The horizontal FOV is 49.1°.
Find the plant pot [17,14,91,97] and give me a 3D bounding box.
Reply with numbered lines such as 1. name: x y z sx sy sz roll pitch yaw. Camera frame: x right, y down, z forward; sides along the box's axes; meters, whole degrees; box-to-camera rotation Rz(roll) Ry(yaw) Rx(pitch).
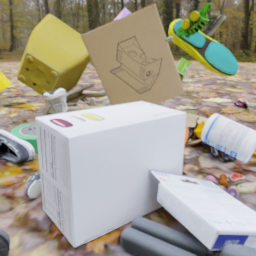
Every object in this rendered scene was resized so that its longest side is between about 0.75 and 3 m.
1. plant pot: -2.891 -2.408 10.511 2.213 2.228 2.279 33 39 -9

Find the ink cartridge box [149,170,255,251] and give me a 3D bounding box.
1. ink cartridge box: 1.616 1.580 5.500 2.039 0.415 2.043 15 11 -32

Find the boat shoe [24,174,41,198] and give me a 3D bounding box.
1. boat shoe: -2.392 1.436 7.125 0.360 0.436 1.165 2 17 3

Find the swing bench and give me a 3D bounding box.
1. swing bench: -1.569 -0.725 11.044 2.621 1.700 2.607 17 23 11

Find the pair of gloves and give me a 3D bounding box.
1. pair of gloves: 2.446 0.333 9.849 2.717 0.336 2.421 10 33 5

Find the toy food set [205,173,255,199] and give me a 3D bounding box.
1. toy food set: 2.595 1.459 7.324 1.669 0.263 1.061 -12 22 -33

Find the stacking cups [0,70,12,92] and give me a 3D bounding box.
1. stacking cups: -4.331 -2.000 7.895 0.703 2.324 0.703 -28 25 14

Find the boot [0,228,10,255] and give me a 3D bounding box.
1. boot: -3.376 1.624 5.349 2.814 0.982 1.853 2 25 2

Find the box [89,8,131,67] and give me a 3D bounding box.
1. box: 0.002 -3.053 11.748 2.654 2.334 1.283 36 40 -23

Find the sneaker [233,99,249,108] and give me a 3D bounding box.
1. sneaker: 6.357 -1.314 15.806 0.531 0.440 1.114 -19 17 -6

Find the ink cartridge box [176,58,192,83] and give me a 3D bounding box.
1. ink cartridge box: 2.304 -2.347 12.970 0.538 1.421 1.050 29 -8 8

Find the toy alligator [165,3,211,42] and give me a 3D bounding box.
1. toy alligator: 1.461 -2.345 6.664 0.421 0.386 1.421 -16 -13 -43

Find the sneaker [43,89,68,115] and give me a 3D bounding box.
1. sneaker: -2.186 -0.752 8.811 0.664 0.716 1.767 -17 -5 -6

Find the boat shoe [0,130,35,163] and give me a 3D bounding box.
1. boat shoe: -4.068 0.652 9.137 2.181 0.782 0.739 18 23 27

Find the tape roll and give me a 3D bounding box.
1. tape roll: -3.193 0.280 10.521 2.241 0.539 2.241 0 18 0

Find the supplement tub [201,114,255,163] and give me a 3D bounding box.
1. supplement tub: 2.247 0.208 6.186 1.087 0.717 0.717 30 31 29

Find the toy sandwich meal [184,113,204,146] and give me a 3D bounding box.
1. toy sandwich meal: 2.151 0.044 10.672 1.872 0.641 1.872 -7 24 3

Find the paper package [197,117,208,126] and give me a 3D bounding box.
1. paper package: 2.968 -0.118 11.827 0.947 0.490 0.902 -13 22 -37

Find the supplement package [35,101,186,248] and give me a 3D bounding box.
1. supplement package: -0.311 0.759 6.242 2.874 2.238 1.593 -13 22 -36

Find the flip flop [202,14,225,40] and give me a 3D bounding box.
1. flip flop: 3.408 -3.874 11.720 0.531 1.844 0.748 35 17 -23

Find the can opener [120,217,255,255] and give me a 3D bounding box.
1. can opener: 1.168 2.051 4.621 2.815 0.936 0.741 6 20 33

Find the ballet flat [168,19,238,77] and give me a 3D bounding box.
1. ballet flat: 2.623 -2.780 10.021 2.879 0.962 0.965 35 -11 -8

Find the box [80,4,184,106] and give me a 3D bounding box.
1. box: 0.226 -1.978 8.853 2.418 2.958 0.315 -22 24 4
